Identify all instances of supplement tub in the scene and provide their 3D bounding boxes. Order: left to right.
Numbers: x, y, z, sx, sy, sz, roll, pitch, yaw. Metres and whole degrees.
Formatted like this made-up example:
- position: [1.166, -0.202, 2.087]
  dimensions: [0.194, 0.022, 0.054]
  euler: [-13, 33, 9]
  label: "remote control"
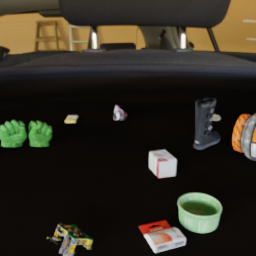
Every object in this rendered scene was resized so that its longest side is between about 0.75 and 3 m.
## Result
- position: [5.083, 0.443, 9.249]
  dimensions: [2.827, 1.732, 1.732]
  euler: [16, 23, 41]
  label: "supplement tub"

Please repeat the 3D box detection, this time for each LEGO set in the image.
- position: [-1.165, 2.325, 5.645]
  dimensions: [0.849, 0.492, 0.653]
  euler: [18, -5, 36]
  label: "LEGO set"

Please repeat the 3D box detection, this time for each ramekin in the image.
- position: [1.632, 1.968, 6.473]
  dimensions: [0.984, 0.480, 0.984]
  euler: [0, 17, 0]
  label: "ramekin"

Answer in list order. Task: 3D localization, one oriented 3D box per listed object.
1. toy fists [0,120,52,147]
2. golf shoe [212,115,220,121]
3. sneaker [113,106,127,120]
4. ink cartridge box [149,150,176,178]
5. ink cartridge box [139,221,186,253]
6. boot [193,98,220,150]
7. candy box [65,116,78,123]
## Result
- position: [-3.801, 0.216, 10.504]
  dimensions: [1.896, 0.966, 0.652]
  euler: [1, 7, -29]
  label: "toy fists"
- position: [4.402, -0.565, 14.801]
  dimensions: [0.901, 0.353, 0.438]
  euler: [4, 12, 8]
  label: "golf shoe"
- position: [-0.422, -0.713, 15.060]
  dimensions: [0.681, 0.634, 1.578]
  euler: [11, 23, -9]
  label: "sneaker"
- position: [1.077, 1.136, 8.934]
  dimensions: [0.596, 0.593, 0.820]
  euler: [-6, 18, -18]
  label: "ink cartridge box"
- position: [0.715, 2.250, 6.037]
  dimensions: [0.715, 0.221, 0.881]
  euler: [-6, 21, -20]
  label: "ink cartridge box"
- position: [3.042, -0.260, 10.564]
  dimensions: [0.603, 1.836, 1.514]
  euler: [16, 28, 41]
  label: "boot"
- position: [-2.979, -0.457, 14.749]
  dimensions: [0.530, 0.137, 1.037]
  euler: [2, 18, -2]
  label: "candy box"
